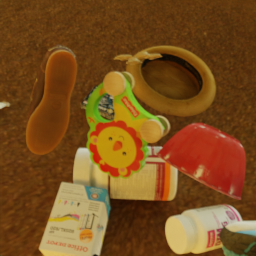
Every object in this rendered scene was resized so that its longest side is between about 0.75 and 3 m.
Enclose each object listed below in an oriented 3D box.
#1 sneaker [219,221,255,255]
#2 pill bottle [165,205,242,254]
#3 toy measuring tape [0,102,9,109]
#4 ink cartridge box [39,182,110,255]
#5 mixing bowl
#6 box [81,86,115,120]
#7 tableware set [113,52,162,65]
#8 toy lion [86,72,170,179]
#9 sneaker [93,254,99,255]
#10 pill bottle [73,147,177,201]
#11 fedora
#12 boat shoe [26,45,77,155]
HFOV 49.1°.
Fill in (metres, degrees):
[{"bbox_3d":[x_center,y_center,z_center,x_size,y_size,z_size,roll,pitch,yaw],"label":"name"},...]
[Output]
[{"bbox_3d":[2.931,1.821,4.980,2.996,1.123,1.298,9,40,-12],"label":"sneaker"},{"bbox_3d":[1.356,1.813,5.020,1.272,0.721,0.721,-1,49,-27],"label":"pill bottle"},{"bbox_3d":[-5.133,-0.227,10.292,0.799,0.799,2.173,14,31,10],"label":"toy measuring tape"},{"bbox_3d":[-1.334,2.632,7.509,1.326,1.303,1.801,8,53,6],"label":"ink cartridge box"},{"bbox_3d":[1.733,0.571,6.094,1.989,1.989,1.077,28,92,20],"label":"mixing bowl"},{"bbox_3d":[-0.942,-1.000,10.948,1.431,0.329,1.138,21,55,16],"label":"box"},{"bbox_3d":[0.248,-1.752,7.044,0.938,0.130,1.123,-4,5,30],"label":"tableware set"},{"bbox_3d":[-0.256,0.067,6.785,2.188,2.097,0.751,53,24,5],"label":"toy lion"},{"bbox_3d":[-0.111,2.969,5.441,2.075,1.188,0.793,-22,35,24],"label":"sneaker"},{"bbox_3d":[-0.073,1.317,8.363,2.875,1.575,1.575,2,52,1],"label":"pill bottle"},{"bbox_3d":[1.263,-1.313,8.827,2.828,1.153,2.828,4,60,-6],"label":"fedora"},{"bbox_3d":[-1.728,-0.622,6.315,0.872,2.477,0.871,12,20,-31],"label":"boat shoe"}]
